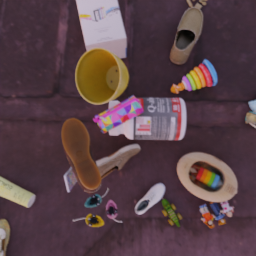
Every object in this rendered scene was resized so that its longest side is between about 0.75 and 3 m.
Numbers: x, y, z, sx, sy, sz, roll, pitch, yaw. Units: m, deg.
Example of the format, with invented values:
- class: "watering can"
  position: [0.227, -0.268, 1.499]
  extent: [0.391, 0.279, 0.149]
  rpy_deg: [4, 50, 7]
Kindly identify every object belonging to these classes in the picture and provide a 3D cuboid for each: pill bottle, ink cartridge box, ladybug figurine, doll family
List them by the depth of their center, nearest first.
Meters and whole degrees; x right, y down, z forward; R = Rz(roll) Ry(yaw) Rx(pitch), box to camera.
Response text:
- class: "doll family"
  position: [3.283, 3.283, 10.650]
  extent: [1.466, 0.661, 0.910]
  rpy_deg: [-15, 71, -21]
- class: "ladybug figurine"
  position: [2.982, 1.898, 10.716]
  extent: [2.414, 0.868, 1.638]
  rpy_deg: [31, 81, 8]
- class: "pill bottle"
  position: [0.692, -0.349, 10.801]
  extent: [2.824, 1.636, 1.636]
  rpy_deg: [1, 78, 0]
- class: "ink cartridge box"
  position: [-1.079, -4.137, 11.600]
  extent: [1.625, 1.654, 2.247]
  rpy_deg: [-12, 78, -2]

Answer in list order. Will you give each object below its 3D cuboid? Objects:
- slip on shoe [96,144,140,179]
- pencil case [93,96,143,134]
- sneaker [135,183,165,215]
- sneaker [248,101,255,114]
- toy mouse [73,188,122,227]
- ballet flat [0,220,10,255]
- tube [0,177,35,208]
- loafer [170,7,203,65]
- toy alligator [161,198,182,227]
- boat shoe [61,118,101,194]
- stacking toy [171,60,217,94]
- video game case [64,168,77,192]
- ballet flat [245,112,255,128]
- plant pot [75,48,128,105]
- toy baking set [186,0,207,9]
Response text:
- class: "slip on shoe"
  position: [-0.427, 1.323, 10.716]
  extent: [2.146, 0.816, 0.650]
  rpy_deg: [-22, 66, -20]
- class: "pencil case"
  position: [-0.329, -0.456, 9.640]
  extent: [1.698, 0.750, 0.750]
  rpy_deg: [-29, 80, -5]
- class: "sneaker"
  position: [0.852, 2.736, 10.665]
  extent: [0.548, 0.532, 1.502]
  rpy_deg: [42, 85, 11]
- class: "sneaker"
  position: [5.741, -1.309, 11.525]
  extent: [1.741, 0.643, 0.713]
  rpy_deg: [-35, 85, -7]
- class: "toy mouse"
  position: [-0.819, 2.495, 8.709]
  extent: [1.438, 0.278, 1.278]
  rpy_deg: [12, 52, 5]
- class: "ballet flat"
  position: [-4.768, 4.263, 10.404]
  extent: [0.570, 0.570, 1.612]
  rpy_deg: [2, 78, 0]
- class: "tube"
  position: [-4.623, 2.440, 10.827]
  extent: [2.061, 0.535, 0.598]
  rpy_deg: [22, 41, 10]
- class: "loafer"
  position: [2.588, -4.040, 11.954]
  extent: [1.044, 0.926, 2.745]
  rpy_deg: [18, 79, 4]
- class: "toy alligator"
  position: [1.548, 3.121, 10.724]
  extent: [0.510, 0.370, 1.540]
  rpy_deg: [-33, 80, -7]
- class: "boat shoe"
  position: [-1.561, 0.941, 9.129]
  extent: [0.892, 0.892, 2.535]
  rpy_deg: [-14, 68, -15]
- class: "stacking toy"
  position: [2.631, -1.905, 11.588]
  extent: [1.856, 1.018, 1.077]
  rpy_deg: [-26, 86, 6]
- class: "video game case"
  position: [-1.969, 1.737, 9.664]
  extent: [0.077, 0.856, 0.613]
  rpy_deg: [-5, 107, 12]
- class: "ballet flat"
  position: [5.602, -0.128, 11.329]
  extent: [1.747, 0.618, 0.618]
  rpy_deg: [19, 79, 8]
- class: "plant pot"
  position: [-0.650, -1.617, 9.002]
  extent: [1.701, 1.207, 1.701]
  rpy_deg: [4, 98, 30]
- class: "toy baking set"
  position: [3.071, -5.878, 12.769]
  extent: [0.877, 0.133, 1.142]
  rpy_deg: [-27, 80, -8]
